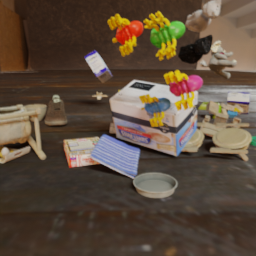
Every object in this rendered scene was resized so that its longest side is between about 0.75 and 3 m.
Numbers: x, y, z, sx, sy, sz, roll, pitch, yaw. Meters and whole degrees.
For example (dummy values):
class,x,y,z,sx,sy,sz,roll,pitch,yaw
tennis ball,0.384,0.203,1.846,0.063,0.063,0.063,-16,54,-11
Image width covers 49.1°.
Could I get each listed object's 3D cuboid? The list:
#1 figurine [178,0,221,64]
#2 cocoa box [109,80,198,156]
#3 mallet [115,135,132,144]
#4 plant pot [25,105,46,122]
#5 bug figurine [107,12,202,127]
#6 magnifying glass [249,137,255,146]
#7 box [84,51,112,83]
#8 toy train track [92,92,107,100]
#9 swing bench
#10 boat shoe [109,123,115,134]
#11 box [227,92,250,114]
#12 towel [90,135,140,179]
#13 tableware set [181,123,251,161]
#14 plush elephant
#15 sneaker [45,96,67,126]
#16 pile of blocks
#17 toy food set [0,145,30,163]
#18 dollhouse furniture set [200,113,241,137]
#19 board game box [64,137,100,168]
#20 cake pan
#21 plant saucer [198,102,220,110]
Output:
class,x,y,z,sx,sy,sz,roll,pitch,yaw
figurine,2.645,-3.436,10.029,0.875,2.032,1.983,12,4,-7
cocoa box,0.797,-0.367,8.550,2.230,1.464,1.487,16,41,31
mallet,0.270,0.196,10.016,0.623,0.389,1.890,9,14,30
plant pot,-4.091,-0.640,12.397,0.950,0.638,0.950,1,16,0
bug figurine,0.645,-1.389,6.406,0.710,2.761,2.141,-33,19,-31
magnifying glass,4.881,0.433,9.424,1.757,0.197,0.699,-5,16,-11
box,-1.428,-2.974,13.696,0.637,1.215,1.117,-33,-11,5
toy train track,-1.904,-2.151,18.566,1.021,0.290,1.780,-1,16,-3
swing bench,-3.903,0.162,7.933,2.273,1.482,2.285,-13,20,-38
boat shoe,-0.230,0.114,10.086,0.469,0.426,1.276,15,-2,-34
box,5.309,-1.196,13.505,1.017,0.580,1.106,7,-26,23
towel,-0.280,0.689,7.521,1.248,0.206,1.724,25,16,-2
tableware set,2.468,0.451,8.632,2.442,0.489,1.614,1,32,25
plush elephant,3.971,-2.997,12.125,1.498,1.160,1.234,19,-19,19
sneaker,-3.215,-0.785,12.268,0.917,0.983,2.602,-5,16,-17
pile of blocks,4.377,-0.675,12.924,2.007,0.824,0.624,4,-30,-20
toy food set,-3.658,0.647,8.208,1.248,0.377,0.896,7,17,25
dollhouse furniture set,3.244,0.242,10.094,1.272,0.728,1.492,17,50,18
board game box,-1.254,0.668,8.195,1.111,0.340,1.467,-5,16,-16
cake pan,0.599,1.284,6.265,0.984,0.180,0.984,0,15,0
plant saucer,4.403,-1.175,15.036,1.132,0.271,1.130,7,17,22
